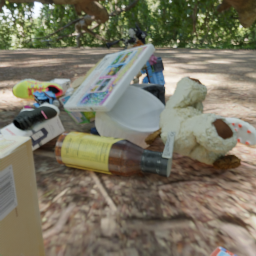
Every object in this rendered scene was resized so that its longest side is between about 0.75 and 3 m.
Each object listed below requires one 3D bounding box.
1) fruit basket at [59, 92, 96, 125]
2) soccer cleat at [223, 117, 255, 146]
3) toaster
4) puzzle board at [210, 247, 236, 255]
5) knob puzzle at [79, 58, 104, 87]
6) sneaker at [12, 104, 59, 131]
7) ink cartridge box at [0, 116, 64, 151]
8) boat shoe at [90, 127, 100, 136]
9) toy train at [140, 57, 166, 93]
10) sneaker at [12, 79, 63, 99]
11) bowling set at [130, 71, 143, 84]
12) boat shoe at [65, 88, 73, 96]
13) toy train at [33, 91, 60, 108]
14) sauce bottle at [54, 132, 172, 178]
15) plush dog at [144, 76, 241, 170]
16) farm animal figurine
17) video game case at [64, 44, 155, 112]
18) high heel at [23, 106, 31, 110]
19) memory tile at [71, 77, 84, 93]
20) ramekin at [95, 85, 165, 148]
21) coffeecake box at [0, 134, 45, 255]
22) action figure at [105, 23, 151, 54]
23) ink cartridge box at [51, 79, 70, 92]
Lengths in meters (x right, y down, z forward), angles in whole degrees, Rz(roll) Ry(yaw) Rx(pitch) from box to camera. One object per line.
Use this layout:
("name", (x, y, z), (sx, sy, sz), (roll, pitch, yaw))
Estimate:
("fruit basket", (-1.207, -0.680, 8.706), (1.399, 1.295, 0.656), (-16, 45, 19))
("soccer cleat", (3.334, 0.019, 8.435), (0.739, 0.660, 1.905), (-4, 17, -19))
("toaster", (0.322, -1.005, 10.477), (2.126, 1.208, 1.373), (-22, 25, -39))
("puzzle board", (1.184, 2.219, 2.924), (1.659, 0.192, 2.202), (19, 26, 41))
("knob puzzle", (-0.878, -1.486, 10.265), (2.486, 2.486, 0.345), (15, -6, 35))
("sneaker", (-2.380, -0.226, 7.153), (1.292, 0.457, 0.641), (-7, 35, 24))
("ink cartridge box", (-2.637, 0.083, 7.733), (1.371, 0.578, 0.992), (-35, 35, -27))
("boat shoe", (-0.526, -0.121, 8.860), (1.560, 0.536, 0.657), (-19, 32, -41))
("toy train", (1.067, -2.007, 11.381), (0.738, 1.703, 0.973), (-16, 3, -29))
("sneaker", (-4.100, -1.734, 12.918), (2.330, 0.911, 1.052), (-11, 25, -30))
("bowling set", (0.444, -2.161, 12.931), (1.525, 1.177, 2.192), (-3, 41, -27))
("boat shoe", (-1.695, -1.484, 12.638), (2.185, 0.775, 0.763), (-12, 47, -37))
("toy train", (-3.377, -1.117, 11.562), (0.899, 0.682, 1.573), (-5, 19, -30))
("sauce bottle", (-0.345, 0.646, 6.396), (2.651, 0.875, 0.875), (8, 21, 16))
("plush dog", (1.617, 0.202, 6.595), (1.919, 1.793, 2.234), (31, 29, -36))
("farm animal figurine", (0.194, -2.497, 10.048), (0.827, 1.328, 1.645), (49, 10, 20))
("video game case", (-0.531, -1.258, 7.271), (1.945, 0.253, 2.136), (4, 52, 50))
("high heel", (-2.878, -0.270, 9.121), (0.842, 0.591, 1.752), (-14, 42, -22))
("memory tile", (-1.263, -1.802, 11.177), (2.660, 0.223, 2.038), (-23, 39, 21))
("ramekin", (0.018, -0.255, 7.774), (2.060, 0.959, 2.060), (14, 37, -11))
("coffeecake box", (-2.492, 1.037, 3.627), (2.499, 1.919, 0.913), (5, 20, 13))
("action figure", (0.116, -3.138, 10.277), (1.745, 1.037, 0.890), (-28, 30, -3))
("ink cartridge box", (-3.670, -2.249, 14.915), (0.871, 0.507, 1.196), (3, 18, 7))
